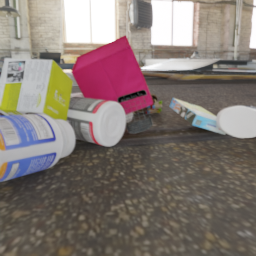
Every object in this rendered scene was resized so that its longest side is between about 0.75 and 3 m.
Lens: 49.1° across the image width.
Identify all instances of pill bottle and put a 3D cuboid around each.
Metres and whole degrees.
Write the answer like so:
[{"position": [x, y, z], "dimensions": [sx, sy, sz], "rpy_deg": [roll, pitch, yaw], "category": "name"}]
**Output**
[{"position": [-1.392, -0.277, 8.785], "dimensions": [2.422, 1.341, 1.341], "rpy_deg": [11, 19, 35], "category": "pill bottle"}, {"position": [-2.334, 0.372, 6.230], "dimensions": [1.339, 1.339, 2.390], "rpy_deg": [8, 9, 29], "category": "pill bottle"}]

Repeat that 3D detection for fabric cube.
[{"position": [-0.614, -1.919, 11.040], "dimensions": [2.351, 2.343, 2.306], "rpy_deg": [-22, 28, 8], "category": "fabric cube"}]

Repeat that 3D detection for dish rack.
[{"position": [0.260, -0.493, 9.159], "dimensions": [1.003, 1.308, 0.357], "rpy_deg": [-18, 4, -9], "category": "dish rack"}]

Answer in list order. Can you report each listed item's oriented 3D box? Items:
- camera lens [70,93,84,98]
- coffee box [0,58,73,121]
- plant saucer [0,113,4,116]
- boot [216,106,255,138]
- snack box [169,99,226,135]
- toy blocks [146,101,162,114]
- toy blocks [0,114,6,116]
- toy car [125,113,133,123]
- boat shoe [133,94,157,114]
[{"position": [-2.422, -1.134, 12.928], "dimensions": [1.122, 0.898, 0.898], "rpy_deg": [-12, 19, -42], "category": "camera lens"}, {"position": [-2.474, -0.913, 7.604], "dimensions": [1.397, 1.413, 1.411], "rpy_deg": [4, -12, 12], "category": "coffee box"}, {"position": [-4.411, -0.664, 10.198], "dimensions": [0.773, 0.773, 0.114], "rpy_deg": [-7, 39, -23], "category": "plant saucer"}, {"position": [4.076, -0.228, 9.652], "dimensions": [2.893, 1.052, 1.307], "rpy_deg": [4, 6, -16], "category": "boot"}, {"position": [2.494, -0.469, 10.167], "dimensions": [1.299, 0.415, 2.236], "rpy_deg": [15, 16, -17], "category": "snack box"}, {"position": [1.119, -0.882, 12.513], "dimensions": [0.612, 0.447, 0.895], "rpy_deg": [-10, -17, -14], "category": "toy blocks"}, {"position": [-4.227, -0.509, 10.133], "dimensions": [1.329, 1.197, 1.423], "rpy_deg": [-7, 59, -9], "category": "toy blocks"}, {"position": [-0.380, -0.748, 11.343], "dimensions": [1.122, 0.962, 1.283], "rpy_deg": [2, 15, 4], "category": "toy car"}, {"position": [0.845, -1.229, 13.146], "dimensions": [1.028, 1.026, 2.778], "rpy_deg": [11, 18, 12], "category": "boat shoe"}]
